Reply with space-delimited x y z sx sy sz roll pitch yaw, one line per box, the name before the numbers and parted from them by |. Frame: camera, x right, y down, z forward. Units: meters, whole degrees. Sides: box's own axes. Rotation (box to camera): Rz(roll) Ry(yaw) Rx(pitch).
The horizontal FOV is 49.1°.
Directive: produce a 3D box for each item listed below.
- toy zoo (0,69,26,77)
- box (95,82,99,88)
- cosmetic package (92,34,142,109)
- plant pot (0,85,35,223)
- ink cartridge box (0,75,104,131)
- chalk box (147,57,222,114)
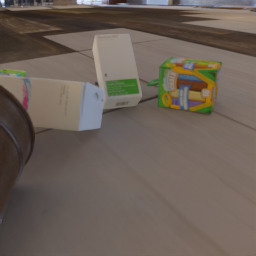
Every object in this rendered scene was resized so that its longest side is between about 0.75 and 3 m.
toy zoo | -5.683 -2.287 12.686 1.211 0.189 1.846 9 30 16
box | -0.558 -1.580 11.236 1.103 0.357 1.399 -13 32 -25
cosmetic package | -0.431 -1.997 9.915 1.311 2.437 1.034 -9 -13 -14
plant pot | -3.160 0.982 4.356 2.961 2.961 2.931 -4 38 -7
ink cartridge box | -2.363 -0.695 7.873 2.991 1.266 2.161 5 3 9
chalk box | 1.948 -1.634 10.133 2.457 1.523 1.534 11 30 19
